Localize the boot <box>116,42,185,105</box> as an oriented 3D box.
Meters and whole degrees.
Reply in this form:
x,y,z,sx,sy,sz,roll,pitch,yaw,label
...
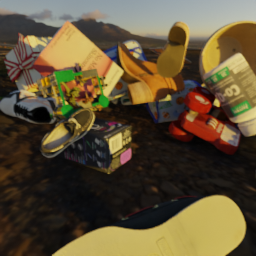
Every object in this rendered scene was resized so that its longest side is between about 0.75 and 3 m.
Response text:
x,y,z,sx,sy,sz,roll,pitch,yaw,label
0.731,-2.113,10.103,2.021,2.613,0.963,-16,-17,-10,boot

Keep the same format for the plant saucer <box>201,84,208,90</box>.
x,y,z,sx,sy,sz,roll,pitch,yaw,label
5.091,-2.139,15.522,1.855,0.449,1.855,13,24,30,plant saucer

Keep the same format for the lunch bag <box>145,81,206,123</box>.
x,y,z,sx,sy,sz,roll,pitch,yaw,label
1.812,-1.218,11.472,2.068,1.506,2.432,-5,27,-8,lunch bag

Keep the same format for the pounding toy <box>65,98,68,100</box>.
x,y,z,sx,sy,sz,roll,pitch,yaw,label
-3.019,-2.120,14.113,1.369,1.365,2.387,-7,21,-18,pounding toy

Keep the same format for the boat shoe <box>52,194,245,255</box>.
x,y,z,sx,sy,sz,roll,pitch,yaw,label
0.210,1.786,4.052,2.969,1.086,0.930,-17,-12,-16,boat shoe

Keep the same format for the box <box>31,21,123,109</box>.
x,y,z,sx,sy,sz,roll,pitch,yaw,label
-1.639,-1.938,9.166,1.308,2.400,1.535,-7,49,60,box

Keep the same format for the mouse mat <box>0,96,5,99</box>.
x,y,z,sx,sy,sz,roll,pitch,yaw,label
-6.354,-1.195,12.530,2.101,0.079,1.691,-14,7,-22,mouse mat

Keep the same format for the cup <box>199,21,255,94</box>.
x,y,z,sx,sy,sz,roll,pitch,yaw,label
3.530,-2.395,9.604,2.513,2.513,1.797,0,24,0,cup

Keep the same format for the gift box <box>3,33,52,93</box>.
x,y,z,sx,sy,sz,roll,pitch,yaw,label
-4.946,-3.486,15.085,2.615,2.834,2.647,-25,0,38,gift box

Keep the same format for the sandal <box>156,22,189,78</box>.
x,y,z,sx,sy,sz,roll,pitch,yaw,label
1.441,-2.353,8.288,0.782,2.133,0.702,29,64,9,sandal

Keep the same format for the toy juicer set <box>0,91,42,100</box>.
x,y,z,sx,sy,sz,roll,pitch,yaw,label
-5.090,-1.076,12.469,2.550,0.694,1.622,-17,7,-31,toy juicer set

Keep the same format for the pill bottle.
x,y,z,sx,sy,sz,roll,pitch,yaw,label
3.436,-0.983,8.556,1.294,2.288,1.294,-33,-1,-1,pill bottle

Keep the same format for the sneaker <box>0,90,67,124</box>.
x,y,z,sx,sy,sz,roll,pitch,yaw,label
-3.825,-0.773,10.821,2.977,1.097,1.191,6,22,16,sneaker

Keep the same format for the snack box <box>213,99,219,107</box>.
x,y,z,sx,sy,sz,roll,pitch,yaw,label
3.598,-1.343,13.411,1.410,0.374,1.003,3,20,9,snack box

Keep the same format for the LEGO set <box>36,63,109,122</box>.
x,y,z,sx,sy,sz,roll,pitch,yaw,label
-1.609,-0.937,7.836,1.139,1.511,1.965,-9,17,45,LEGO set

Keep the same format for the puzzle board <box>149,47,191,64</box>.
x,y,z,sx,sy,sz,roll,pitch,yaw,label
1.427,-2.463,9.479,1.228,0.107,0.925,18,2,-35,puzzle board

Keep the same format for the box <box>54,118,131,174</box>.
x,y,z,sx,sy,sz,roll,pitch,yaw,label
-0.961,0.375,7.719,1.878,0.996,1.148,12,24,31,box

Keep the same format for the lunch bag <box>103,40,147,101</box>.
x,y,z,sx,sy,sz,roll,pitch,yaw,label
-0.446,-2.260,11.061,2.453,1.966,0.927,-25,4,-6,lunch bag

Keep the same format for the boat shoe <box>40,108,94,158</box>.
x,y,z,sx,sy,sz,roll,pitch,yaw,label
-1.427,0.046,6.681,1.612,0.595,0.486,-40,-6,-22,boat shoe

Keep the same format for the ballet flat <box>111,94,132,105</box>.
x,y,z,sx,sy,sz,roll,pitch,yaw,label
-0.328,-1.449,12.874,2.178,0.733,0.767,7,63,22,ballet flat

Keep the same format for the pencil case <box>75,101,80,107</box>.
x,y,z,sx,sy,sz,roll,pitch,yaw,label
-1.856,-1.610,12.599,1.458,0.633,0.569,-39,-1,-6,pencil case

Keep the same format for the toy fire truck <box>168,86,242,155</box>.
x,y,z,sx,sy,sz,roll,pitch,yaw,label
2.695,-0.181,9.168,2.114,1.411,2.517,32,30,13,toy fire truck

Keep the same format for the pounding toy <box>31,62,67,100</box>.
x,y,z,sx,sy,sz,roll,pitch,yaw,label
-2.430,-1.957,10.500,1.266,2.214,1.270,-24,31,36,pounding toy
